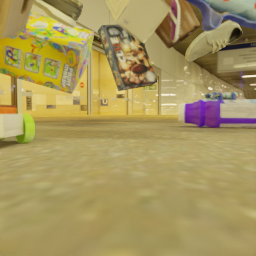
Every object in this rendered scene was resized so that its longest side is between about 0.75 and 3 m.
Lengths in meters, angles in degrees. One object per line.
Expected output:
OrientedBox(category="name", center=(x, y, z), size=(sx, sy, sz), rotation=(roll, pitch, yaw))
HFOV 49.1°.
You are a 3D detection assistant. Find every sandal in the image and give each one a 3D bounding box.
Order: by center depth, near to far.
OrientedBox(category="sandal", center=(1.084, -2.645, 6.846), size=(0.259, 1.053, 0.428), rotation=(-2, 0, -15))

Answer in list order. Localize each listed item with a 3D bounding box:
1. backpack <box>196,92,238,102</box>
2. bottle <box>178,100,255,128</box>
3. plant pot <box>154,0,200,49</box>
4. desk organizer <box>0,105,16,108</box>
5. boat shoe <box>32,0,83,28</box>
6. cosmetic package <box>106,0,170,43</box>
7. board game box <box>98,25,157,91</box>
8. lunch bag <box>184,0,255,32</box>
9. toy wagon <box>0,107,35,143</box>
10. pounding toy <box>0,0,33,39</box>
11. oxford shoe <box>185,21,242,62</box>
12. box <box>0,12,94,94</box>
OrientedBox(category="backpack", center=(3.405, -0.825, 11.375), size=(1.789, 1.203, 1.633), rotation=(-1, 4, 10))
OrientedBox(category="bottle", center=(2.461, -0.379, 7.320), size=(2.237, 0.730, 0.934), rotation=(1, 5, 17))
OrientedBox(category="plant pot", center=(1.438, -3.787, 9.505), size=(1.738, 1.721, 1.738), rotation=(-34, 3, 2))
OrientedBox(category="desk organizer", center=(-4.629, -0.446, 9.369), size=(1.660, 0.639, 0.595), rotation=(-2, 4, -30))
OrientedBox(category="boat shoe", center=(-2.281, -3.503, 7.074), size=(2.469, 0.738, 0.882), rotation=(26, 3, -36))
OrientedBox(category="cosmetic package", center=(0.153, -2.875, 6.536), size=(0.829, 0.982, 1.900), rotation=(29, 26, -29))
OrientedBox(category="board game box", center=(-0.004, -2.297, 9.024), size=(1.408, 2.078, 0.359), rotation=(-16, -6, -35))
OrientedBox(category="lunch bag", center=(1.354, -2.443, 3.305), size=(2.029, 2.695, 1.268), rotation=(19, 3, -7))
OrientedBox(category="toy wagon", center=(-2.407, -0.029, 3.542), size=(1.803, 0.460, 2.324), rotation=(-3, 4, -44))
OrientedBox(category="pounding toy", center=(-2.966, -2.627, 5.189), size=(2.170, 1.907, 0.993), rotation=(29, 33, -5))
OrientedBox(category="oxford shoe", center=(1.725, -1.711, 5.574), size=(1.311, 0.379, 0.493), rotation=(-31, -31, -7))
OrientedBox(category="box", center=(-2.837, -2.820, 10.142), size=(2.595, 1.644, 2.695), rotation=(16, 30, -5))
